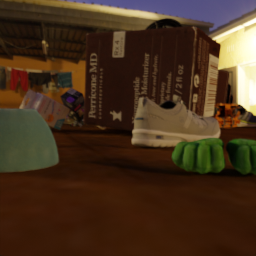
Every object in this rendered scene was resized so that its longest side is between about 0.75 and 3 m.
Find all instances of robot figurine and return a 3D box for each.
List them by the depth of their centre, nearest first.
[{"bbox_3d":[2.360,-0.369,9.021,1.959,0.786,2.702,-2,3,-30],"label":"robot figurine"}]

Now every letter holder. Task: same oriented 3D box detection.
[{"bbox_3d":[3.002,-1.453,11.824,2.568,1.825,1.292,6,-2,32],"label":"letter holder"}]

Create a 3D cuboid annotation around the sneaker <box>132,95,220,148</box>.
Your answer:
[{"bbox_3d":[0.911,-0.139,4.642,1.983,0.813,0.741,-3,5,-44],"label":"sneaker"}]

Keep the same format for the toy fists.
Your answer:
[{"bbox_3d":[0.858,0.240,2.459,0.937,0.322,0.478,2,4,7],"label":"toy fists"}]

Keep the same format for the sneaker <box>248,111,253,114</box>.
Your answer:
[{"bbox_3d":[5.695,-0.529,14.596,1.599,0.605,0.735,-7,8,19],"label":"sneaker"}]

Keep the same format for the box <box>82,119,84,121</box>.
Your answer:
[{"bbox_3d":[-1.591,-0.750,12.598,0.551,1.068,1.832,-46,-19,22],"label":"box"}]

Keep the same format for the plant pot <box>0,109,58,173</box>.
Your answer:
[{"bbox_3d":[-1.156,0.089,2.878,0.850,0.572,0.850,0,4,0],"label":"plant pot"}]

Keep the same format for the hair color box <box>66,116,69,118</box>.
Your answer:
[{"bbox_3d":[-2.799,-0.667,13.498,0.509,0.859,1.571,1,4,14],"label":"hair color box"}]

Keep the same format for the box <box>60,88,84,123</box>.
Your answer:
[{"bbox_3d":[-1.621,-0.681,8.565,0.549,0.899,0.477,29,59,27],"label":"box"}]

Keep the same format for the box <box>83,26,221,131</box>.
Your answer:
[{"bbox_3d":[0.619,-1.068,6.784,2.626,2.179,2.157,7,10,30],"label":"box"}]

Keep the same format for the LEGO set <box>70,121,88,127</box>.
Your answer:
[{"bbox_3d":[-1.880,-0.202,10.397,0.664,0.290,1.023,-3,5,-40],"label":"LEGO set"}]

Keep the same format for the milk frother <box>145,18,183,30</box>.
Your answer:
[{"bbox_3d":[1.235,-2.255,9.035,2.265,2.510,2.361,26,32,-12],"label":"milk frother"}]

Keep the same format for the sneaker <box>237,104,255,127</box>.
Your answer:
[{"bbox_3d":[4.032,-0.432,9.833,1.993,0.807,0.736,-1,3,-19],"label":"sneaker"}]

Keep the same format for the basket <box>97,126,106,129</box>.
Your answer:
[{"bbox_3d":[-0.879,-0.450,8.640,0.677,0.834,0.842,27,-4,-11],"label":"basket"}]

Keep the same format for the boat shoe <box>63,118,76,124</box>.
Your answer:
[{"bbox_3d":[-2.632,-0.343,12.328,0.405,0.349,1.110,2,4,33],"label":"boat shoe"}]

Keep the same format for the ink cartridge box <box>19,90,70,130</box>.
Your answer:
[{"bbox_3d":[-2.373,-0.509,7.999,0.421,0.714,1.241,18,-8,43],"label":"ink cartridge box"}]
